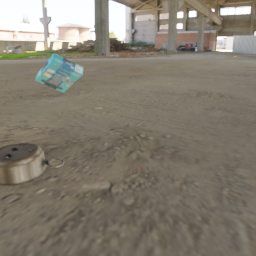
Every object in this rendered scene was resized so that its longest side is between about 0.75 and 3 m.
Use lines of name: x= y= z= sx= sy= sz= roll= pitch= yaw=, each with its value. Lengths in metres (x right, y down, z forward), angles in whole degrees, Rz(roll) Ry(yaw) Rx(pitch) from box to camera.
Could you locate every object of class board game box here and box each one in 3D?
board game box: x=-2.854 y=-2.221 z=11.590 sx=1.313 sy=0.408 sz=1.739 roll=22 pitch=-31 yaw=-32

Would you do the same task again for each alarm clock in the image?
alarm clock: x=-1.889 y=0.611 z=5.103 sx=1.459 sy=0.486 sz=0.984 roll=2 pitch=19 yaw=2
